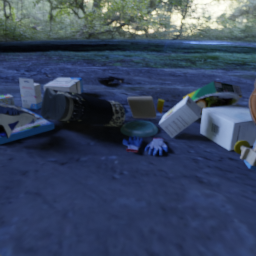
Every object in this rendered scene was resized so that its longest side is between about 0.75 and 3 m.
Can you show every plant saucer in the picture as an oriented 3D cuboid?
[{"bbox_3d":[0.378,-0.004,9.522,1.276,0.175,1.276,1,22,0],"label":"plant saucer"}]

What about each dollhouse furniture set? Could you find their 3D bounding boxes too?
[{"bbox_3d":[4.185,-0.238,6.923,2.677,2.527,1.747,12,22,-2],"label":"dollhouse furniture set"}]

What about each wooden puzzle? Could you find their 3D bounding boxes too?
[{"bbox_3d":[0.532,-0.752,10.231,1.605,1.082,0.188,6,49,13],"label":"wooden puzzle"}]

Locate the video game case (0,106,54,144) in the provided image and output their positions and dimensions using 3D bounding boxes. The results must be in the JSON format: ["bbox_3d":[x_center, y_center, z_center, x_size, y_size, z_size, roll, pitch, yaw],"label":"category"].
[{"bbox_3d":[-4.159,-0.188,9.886,1.960,0.244,2.739,-19,28,-40],"label":"video game case"}]

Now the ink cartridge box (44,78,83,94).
[{"bbox_3d":[-3.038,-1.852,13.359,1.285,0.742,1.761,3,22,8],"label":"ink cartridge box"}]

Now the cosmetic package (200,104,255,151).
[{"bbox_3d":[3.311,-0.079,8.731,1.463,0.899,1.458,-7,23,-21],"label":"cosmetic package"}]

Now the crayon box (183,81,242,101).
[{"bbox_3d":[3.083,-1.131,10.238,1.620,0.472,1.398,1,-18,-38],"label":"crayon box"}]

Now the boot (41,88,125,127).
[{"bbox_3d":[-1.708,-0.659,9.880,2.289,1.094,3.031,7,6,-31],"label":"boot"}]

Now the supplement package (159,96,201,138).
[{"bbox_3d":[1.622,-0.339,8.771,0.629,1.148,0.653,45,34,-6],"label":"supplement package"}]

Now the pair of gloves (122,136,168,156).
[{"bbox_3d":[0.483,0.517,8.256,1.359,0.155,1.092,4,20,7],"label":"pair of gloves"}]

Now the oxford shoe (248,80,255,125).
[{"bbox_3d":[3.953,-0.886,7.997,0.684,1.918,0.684,26,-24,-13],"label":"oxford shoe"}]

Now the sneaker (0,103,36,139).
[{"bbox_3d":[-3.593,-0.173,8.507,0.679,0.970,1.680,22,-2,14],"label":"sneaker"}]

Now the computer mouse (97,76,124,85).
[{"bbox_3d":[-0.941,-2.607,15.851,1.157,0.379,1.648,15,21,22],"label":"computer mouse"}]

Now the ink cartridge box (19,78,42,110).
[{"bbox_3d":[-4.044,-1.456,11.661,0.730,1.268,0.430,8,24,17],"label":"ink cartridge box"}]

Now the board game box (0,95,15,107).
[{"bbox_3d":[-5.229,-0.919,11.196,1.165,0.611,0.600,-15,25,-35],"label":"board game box"}]

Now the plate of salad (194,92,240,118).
[{"bbox_3d":[2.876,-0.673,9.733,1.993,0.479,1.993,-9,-21,-3],"label":"plate of salad"}]
